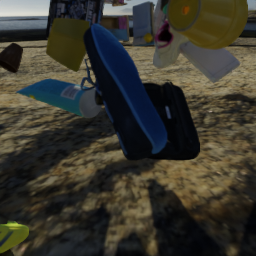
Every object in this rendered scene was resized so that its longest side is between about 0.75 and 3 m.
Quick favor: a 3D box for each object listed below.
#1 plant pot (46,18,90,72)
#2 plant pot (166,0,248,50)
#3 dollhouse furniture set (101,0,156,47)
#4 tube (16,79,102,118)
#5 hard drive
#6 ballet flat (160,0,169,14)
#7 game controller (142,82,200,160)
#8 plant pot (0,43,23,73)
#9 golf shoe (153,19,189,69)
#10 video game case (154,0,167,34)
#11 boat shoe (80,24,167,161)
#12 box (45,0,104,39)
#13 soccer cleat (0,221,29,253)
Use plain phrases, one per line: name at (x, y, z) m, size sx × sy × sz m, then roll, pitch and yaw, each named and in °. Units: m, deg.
plant pot at (-1.378, -1.950, 6.317) m, size 0.776 × 0.879 × 0.880 m, roll 14°, pitch 45°, yaw -23°
plant pot at (1.787, -2.740, 6.752) m, size 1.488 × 1.582 × 1.582 m, roll -9°, pitch 24°, yaw -40°
dollhouse furniture set at (-0.099, -3.975, 9.950) m, size 1.463 × 2.117 × 2.243 m, roll -15°, pitch 19°, yaw -35°
tube at (-1.531, -0.762, 6.113) m, size 2.305 × 0.581 × 0.892 m, roll 20°, pitch 35°, yaw 40°
hard drive at (2.703, -2.435, 9.450) m, size 1.183 × 0.239 × 1.794 m, roll -34°, pitch 68°, yaw -14°
ballet flat at (1.525, -4.339, 8.752) m, size 0.893 × 0.898 × 2.626 m, roll -17°, pitch 10°, yaw -3°
game controller at (0.630, -0.211, 5.170) m, size 1.062 × 0.429 × 2.036 m, roll -4°, pitch 42°, yaw 1°
plant pot at (-3.722, -2.294, 8.960) m, size 0.728 × 0.728 × 0.778 m, roll 14°, pitch 71°, yaw 28°
golf shoe at (1.195, -2.730, 8.958) m, size 1.153 × 2.520 × 0.949 m, roll -19°, pitch 74°, yaw -25°
video game case at (1.737, -4.667, 11.114) m, size 0.277 × 2.410 × 2.196 m, roll 10°, pitch 15°, yaw -32°
boat shoe at (-0.245, -0.509, 3.990) m, size 0.720 × 2.099 × 0.883 m, roll -35°, pitch -23°, yaw 34°
box at (-1.757, -3.749, 9.316) m, size 1.785 × 1.798 × 0.447 m, roll 7°, pitch -1°, yaw 11°
soccer cleat at (-2.438, 1.940, 4.155) m, size 1.889 × 0.611 × 0.790 m, roll -8°, pitch 55°, yaw -27°
